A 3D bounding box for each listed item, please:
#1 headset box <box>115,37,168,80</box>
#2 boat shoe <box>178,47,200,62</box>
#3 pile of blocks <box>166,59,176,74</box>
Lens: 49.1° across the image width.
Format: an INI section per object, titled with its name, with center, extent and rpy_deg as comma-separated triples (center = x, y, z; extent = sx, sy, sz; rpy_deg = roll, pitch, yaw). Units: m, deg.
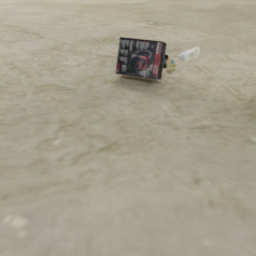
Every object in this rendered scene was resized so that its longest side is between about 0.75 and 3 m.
[headset box]
center = 0.740, -3.367, 13.700
extent = 2.441, 1.814, 0.916
rpy_deg = 11, 14, 19
[boat shoe]
center = 2.555, -3.080, 11.739
extent = 0.434, 0.456, 1.268
rpy_deg = 21, 44, 36
[pile of blocks]
center = 1.687, -2.356, 10.846
extent = 0.400, 0.303, 0.975
rpy_deg = -14, 37, 19
